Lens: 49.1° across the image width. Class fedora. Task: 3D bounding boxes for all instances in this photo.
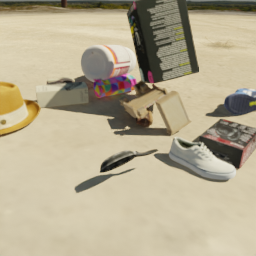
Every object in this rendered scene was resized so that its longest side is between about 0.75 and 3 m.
[{"bbox_3d":[-4.220,-0.740,8.668,2.839,1.158,2.839,0,27,0],"label":"fedora"}]

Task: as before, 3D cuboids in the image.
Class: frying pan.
[{"bbox_3d":[0.029,0.581,5.841,1.391,0.841,0.226,-25,75,-10],"label":"frying pan"}]

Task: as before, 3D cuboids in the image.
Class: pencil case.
[{"bbox_3d":[-0.515,-1.670,10.946,1.720,0.760,0.760,-16,31,-32],"label":"pencil case"}]

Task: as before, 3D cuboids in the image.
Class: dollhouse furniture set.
[{"bbox_3d":[0.664,-0.605,8.806,1.237,1.057,2.387,-33,27,-9],"label":"dollhouse furniture set"}]

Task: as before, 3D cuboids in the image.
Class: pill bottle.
[{"bbox_3d":[-0.749,-2.892,12.345,1.503,1.503,2.744,11,20,21],"label":"pill bottle"}]

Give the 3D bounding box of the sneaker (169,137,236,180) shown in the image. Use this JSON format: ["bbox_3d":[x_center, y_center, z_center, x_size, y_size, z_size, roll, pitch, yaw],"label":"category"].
[{"bbox_3d":[1.673,0.675,6.494,1.652,0.585,0.603,19,33,33],"label":"sneaker"}]

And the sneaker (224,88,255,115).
[{"bbox_3d":[3.905,-0.945,9.589,2.006,0.742,0.825,-7,27,-31],"label":"sneaker"}]

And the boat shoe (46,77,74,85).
[{"bbox_3d":[-2.815,-1.824,11.579,1.209,0.435,0.392,-3,55,9],"label":"boat shoe"}]

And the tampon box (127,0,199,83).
[{"bbox_3d":[1.064,-2.818,9.157,1.554,2.461,1.845,-15,11,-5],"label":"tampon box"}]

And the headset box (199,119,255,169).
[{"bbox_3d":[2.545,0.372,7.108,1.104,0.573,1.483,20,34,34],"label":"headset box"}]

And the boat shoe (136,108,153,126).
[{"bbox_3d":[0.398,-0.550,8.983,0.518,0.519,1.474,0,27,-7],"label":"boat shoe"}]

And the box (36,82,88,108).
[{"bbox_3d":[-2.393,-1.224,10.199,1.801,0.616,0.740,-8,30,-17],"label":"box"}]
